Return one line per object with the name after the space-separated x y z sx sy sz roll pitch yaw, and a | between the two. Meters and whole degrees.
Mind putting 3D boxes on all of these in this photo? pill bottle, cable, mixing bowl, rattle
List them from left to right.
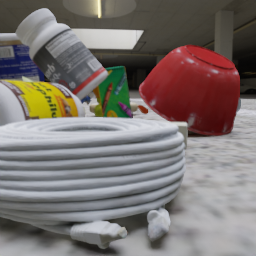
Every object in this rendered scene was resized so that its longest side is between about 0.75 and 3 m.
-3.816 -1.740 9.805 1.678 2.900 1.678 -3 17 1 | pill bottle
-1.612 -0.158 4.688 1.222 1.222 2.237 2 8 17 | pill bottle
-1.474 -1.579 6.289 1.123 1.939 1.123 -40 9 7 | pill bottle
-0.494 0.299 2.980 2.174 0.753 2.174 2 8 16 | cable
-0.350 -1.492 12.680 2.792 1.994 1.818 -9 -1 -27 | rattle
1.824 -1.221 7.391 2.755 1.492 2.755 15 31 -9 | mixing bowl

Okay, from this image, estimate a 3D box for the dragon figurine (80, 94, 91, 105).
-2.190 -1.064 10.484 0.694 1.173 2.359 16 -3 21 | dragon figurine

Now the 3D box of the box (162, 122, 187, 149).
0.488 0.126 5.548 1.338 0.457 0.550 2 8 12 | box

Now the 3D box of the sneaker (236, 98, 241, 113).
4.088 -1.103 12.910 2.839 1.037 1.005 -5 12 -36 | sneaker

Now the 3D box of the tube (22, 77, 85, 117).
-2.245 -0.715 8.629 0.730 0.653 2.515 30 2 28 | tube

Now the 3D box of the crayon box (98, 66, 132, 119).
-0.424 -0.937 8.752 0.816 1.664 2.801 -9 8 -2 | crayon box
